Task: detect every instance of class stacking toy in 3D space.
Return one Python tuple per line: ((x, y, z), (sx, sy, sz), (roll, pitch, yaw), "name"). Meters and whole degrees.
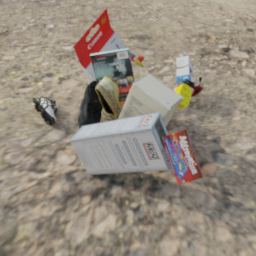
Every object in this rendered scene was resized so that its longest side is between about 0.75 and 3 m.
((0.394, -3.058, 12.388), (0.903, 0.381, 0.817), (35, 8, 24), "stacking toy")

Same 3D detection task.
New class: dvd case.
((-0.434, -1.616, 9.031), (1.252, 1.715, 0.189), (-7, 32, 8), "dvd case")

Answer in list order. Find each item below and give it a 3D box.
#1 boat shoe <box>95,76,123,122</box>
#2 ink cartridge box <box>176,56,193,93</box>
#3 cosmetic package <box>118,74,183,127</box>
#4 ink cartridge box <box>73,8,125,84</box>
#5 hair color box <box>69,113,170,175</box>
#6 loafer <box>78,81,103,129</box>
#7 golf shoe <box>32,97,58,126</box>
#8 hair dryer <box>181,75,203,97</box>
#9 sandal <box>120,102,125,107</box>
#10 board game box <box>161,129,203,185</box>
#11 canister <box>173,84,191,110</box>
((-0.621, -0.708, 8.886), (0.731, 1.995, 0.625), (27, 57, 33), "boat shoe")
((2.371, -2.177, 11.622), (0.537, 0.930, 1.282), (-8, 59, 23), "ink cartridge box")
((0.459, -0.215, 8.475), (1.312, 2.495, 0.887), (40, 45, 12), "cosmetic package")
((-0.974, -2.953, 11.433), (0.708, 2.828, 2.275), (26, 68, 18), "ink cartridge box")
((-0.190, 0.515, 7.871), (2.674, 1.324, 0.811), (-9, 29, 32), "hair color box")
((-1.295, -0.787, 9.835), (0.863, 0.892, 2.541), (28, 36, -19), "loafer")
((-3.063, -0.775, 10.911), (0.878, 0.722, 1.857), (-21, 43, -25), "golf shoe")
((2.084, -1.341, 8.977), (0.654, 0.859, 0.233), (8, 45, 25), "hair dryer")
((-0.155, -1.349, 9.940), (0.963, 2.514, 0.720), (-22, 56, 3), "sandal")
((1.328, 0.716, 6.889), (0.643, 1.249, 0.121), (-20, -2, 12), "board game box")
((1.402, -0.858, 8.668), (0.436, 1.008, 0.749), (33, 62, -24), "canister")
